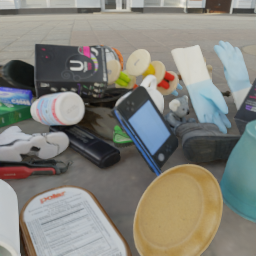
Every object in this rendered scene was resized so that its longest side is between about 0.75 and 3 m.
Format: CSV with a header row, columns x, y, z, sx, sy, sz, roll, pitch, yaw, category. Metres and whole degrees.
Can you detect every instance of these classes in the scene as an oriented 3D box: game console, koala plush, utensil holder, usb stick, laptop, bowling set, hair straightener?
x,y,z,sx,sy,sz,roll,pitch,yaw,category
0.566,0.141,6.055,1.581,1.852,1.096,-46,22,-29,game console
1.483,-0.444,8.363,0.937,1.020,0.905,26,35,36,koala plush
-2.278,1.589,4.182,1.258,1.258,1.480,-9,27,-18,utensil holder
-1.243,0.369,7.532,0.714,0.420,2.574,-28,38,-35,usb stick
-3.686,-2.037,11.058,2.445,1.514,2.612,5,27,9,laptop
2.967,-2.743,12.950,1.365,1.053,1.961,-5,27,-10,bowling set
-2.211,0.848,6.603,1.788,0.366,0.688,-5,28,-9,hair straightener

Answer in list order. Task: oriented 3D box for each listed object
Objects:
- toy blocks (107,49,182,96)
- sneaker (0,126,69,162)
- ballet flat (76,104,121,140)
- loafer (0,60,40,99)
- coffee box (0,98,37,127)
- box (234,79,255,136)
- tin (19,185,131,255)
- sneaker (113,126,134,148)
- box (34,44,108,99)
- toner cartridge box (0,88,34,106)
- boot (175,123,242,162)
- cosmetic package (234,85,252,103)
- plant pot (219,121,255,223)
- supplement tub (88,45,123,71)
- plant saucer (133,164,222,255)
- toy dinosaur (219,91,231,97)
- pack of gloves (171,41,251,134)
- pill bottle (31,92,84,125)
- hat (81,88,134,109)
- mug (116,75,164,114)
x,y,z,sx,sy,sz,roll,pitch,yaw,category
0.637,-1.749,10.610,2.242,0.977,2.689,-9,-21,38,toy blocks
-2.547,0.338,7.232,1.866,0.701,1.073,-15,33,-20,sneaker
-1.031,-0.254,8.328,2.475,0.834,0.574,17,-5,18,ballet flat
-2.961,-1.461,9.325,0.937,0.943,2.591,7,-17,43,loafer
-4.192,-0.559,9.190,2.273,0.500,1.397,-23,37,-38,coffee box
4.031,-0.676,7.665,1.277,1.108,2.090,24,76,40,box
-0.905,1.827,4.578,1.432,0.535,2.557,-11,28,-29,tin
0.291,0.097,7.166,1.377,0.587,0.537,-11,17,-9,sneaker
-1.661,-1.605,8.154,1.991,1.056,1.217,-2,69,-15,box
-3.587,-0.997,8.980,1.013,0.481,0.219,6,45,4,toner cartridge box
2.481,0.287,7.241,2.386,0.833,1.571,9,20,1,boot
4.313,-1.021,9.904,0.538,0.748,1.326,-4,29,-3,cosmetic package
2.756,0.748,5.488,1.661,1.561,1.661,0,28,0,plant pot
-1.554,-2.667,12.056,1.656,1.656,2.703,21,29,35,supplement tub
0.732,1.300,4.240,1.598,1.598,0.283,-13,13,-24,plant saucer
2.750,-1.033,9.783,1.179,0.888,2.306,1,28,-25,toy dinosaur
2.968,-1.349,8.516,2.485,2.958,0.584,-18,-7,-21,pack of gloves
-2.007,-0.500,7.715,1.582,0.860,0.860,-1,20,44,pill bottle
-0.684,-0.764,9.241,2.001,0.807,2.001,-11,16,3,hat
0.495,-0.796,8.443,1.199,1.623,1.423,25,35,20,mug
